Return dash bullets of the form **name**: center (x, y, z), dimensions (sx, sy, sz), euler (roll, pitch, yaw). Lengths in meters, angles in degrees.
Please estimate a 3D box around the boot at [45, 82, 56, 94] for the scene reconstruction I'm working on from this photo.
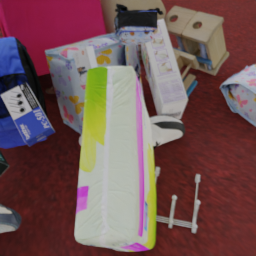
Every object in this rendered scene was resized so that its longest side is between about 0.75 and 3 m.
- **boot**: center (-2.416, -1.516, 9.008), dimensions (0.822, 0.882, 0.283), euler (16, 33, 31)

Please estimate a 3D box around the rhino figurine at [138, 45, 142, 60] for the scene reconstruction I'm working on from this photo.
- **rhino figurine**: center (0.574, -3.081, 11.554), dimensions (0.523, 0.357, 1.195), euler (-3, 41, 17)

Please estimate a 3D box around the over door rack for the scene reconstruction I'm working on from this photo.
- **over door rack**: center (1.027, 1.492, 6.234), dimensions (1.087, 0.490, 1.471), euler (9, 45, 9)

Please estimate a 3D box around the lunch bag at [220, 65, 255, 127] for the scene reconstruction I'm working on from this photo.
- **lunch bag**: center (4.074, -1.029, 8.584), dimensions (1.685, 1.263, 1.987), euler (-31, 60, -28)

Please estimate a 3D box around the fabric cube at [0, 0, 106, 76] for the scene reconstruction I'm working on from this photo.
- **fabric cube**: center (-2.664, -3.537, 9.230), dimensions (2.941, 2.989, 2.998), euler (-20, 24, -20)

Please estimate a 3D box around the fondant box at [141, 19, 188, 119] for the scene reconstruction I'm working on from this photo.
- **fondant box**: center (0.915, -1.460, 7.665), dimensions (0.672, 1.665, 2.308), euler (-14, 75, 0)

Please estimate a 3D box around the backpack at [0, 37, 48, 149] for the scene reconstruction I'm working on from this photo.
- **backpack**: center (-3.022, -0.848, 6.545), dimensions (1.994, 1.931, 2.376), euler (-12, 78, -20)

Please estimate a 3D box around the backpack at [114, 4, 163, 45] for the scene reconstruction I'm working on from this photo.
- **backpack**: center (0.113, -1.822, 5.044), dimensions (0.835, 0.643, 0.795), euler (1, 15, -11)

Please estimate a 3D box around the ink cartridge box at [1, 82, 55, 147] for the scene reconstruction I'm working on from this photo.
- **ink cartridge box**: center (-1.925, -0.275, 5.360), dimensions (0.547, 0.257, 1.164), euler (-30, 70, -11)

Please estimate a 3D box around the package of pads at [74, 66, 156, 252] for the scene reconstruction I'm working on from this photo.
- **package of pads**: center (-0.090, 0.676, 5.251), dimensions (1.012, 2.292, 2.967), euler (-4, 63, 10)

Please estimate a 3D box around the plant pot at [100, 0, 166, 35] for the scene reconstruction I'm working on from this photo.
- **plant pot**: center (-0.078, -4.191, 9.485), dimensions (2.323, 1.560, 2.323), euler (-17, 44, 17)

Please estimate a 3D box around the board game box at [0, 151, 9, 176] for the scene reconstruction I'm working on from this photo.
- **board game box**: center (-2.124, 0.426, 3.582), dimensions (0.947, 0.197, 1.401), euler (-49, 50, -3)

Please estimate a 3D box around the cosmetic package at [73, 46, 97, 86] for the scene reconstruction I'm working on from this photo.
- **cosmetic package**: center (-0.919, -1.359, 6.194), dimensions (0.198, 0.765, 0.577), euler (-20, 11, -41)

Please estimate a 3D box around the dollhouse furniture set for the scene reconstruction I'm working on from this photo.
- **dollhouse furniture set**: center (1.845, -2.375, 9.970), dimensions (1.987, 1.998, 2.836), euler (32, 84, 33)

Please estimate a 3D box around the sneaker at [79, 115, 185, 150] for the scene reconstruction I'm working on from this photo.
- **sneaker**: center (0.215, 0.469, 7.243), dimensions (2.801, 1.032, 1.120), euler (-13, 61, -11)

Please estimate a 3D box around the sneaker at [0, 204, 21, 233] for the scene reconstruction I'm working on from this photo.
- **sneaker**: center (-3.368, 2.247, 5.195), dimensions (2.781, 1.079, 1.200), euler (-14, 53, -4)

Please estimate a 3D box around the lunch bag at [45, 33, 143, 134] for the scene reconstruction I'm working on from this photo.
- **lunch bag**: center (-0.642, -1.387, 8.005), dimensions (2.687, 2.279, 1.708), euler (-28, 36, -33)
